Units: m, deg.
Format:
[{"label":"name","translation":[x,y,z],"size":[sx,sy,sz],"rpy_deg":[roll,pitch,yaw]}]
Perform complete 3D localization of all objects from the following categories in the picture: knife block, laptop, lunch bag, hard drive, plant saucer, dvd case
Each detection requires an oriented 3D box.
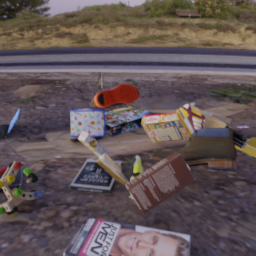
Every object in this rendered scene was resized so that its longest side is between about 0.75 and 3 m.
[{"label":"knife block","translation":[3.375,0.038,10.466],"size":[1.884,0.687,2.146],"rpy_deg":[-15,57,28]},{"label":"laptop","translation":[-6.272,-0.240,13.710],"size":[2.010,1.038,1.781],"rpy_deg":[-6,23,-15]},{"label":"lunch bag","translation":[-1.829,-0.232,13.153],"size":[1.558,1.325,0.965],"rpy_deg":[0,9,10]},{"label":"hard drive","translation":[-4.197,1.770,9.814],"size":[0.948,0.297,1.406],"rpy_deg":[-8,24,-19]},{"label":"plant saucer","translation":[5.554,0.804,12.130],"size":[1.317,0.319,1.317],"rpy_deg":[-12,25,-28]},{"label":"dvd case","translation":[-1.091,1.699,10.103],"size":[1.419,0.234,1.888],"rpy_deg":[3,22,10]}]

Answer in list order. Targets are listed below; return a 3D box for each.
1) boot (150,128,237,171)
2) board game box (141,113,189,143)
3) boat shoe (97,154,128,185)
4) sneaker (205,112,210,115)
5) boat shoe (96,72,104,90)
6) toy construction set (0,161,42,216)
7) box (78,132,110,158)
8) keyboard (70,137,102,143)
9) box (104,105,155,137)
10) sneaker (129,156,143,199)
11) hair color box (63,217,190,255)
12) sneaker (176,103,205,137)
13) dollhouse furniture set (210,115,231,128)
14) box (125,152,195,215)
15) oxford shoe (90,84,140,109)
[{"label":"boot","translation":[2.179,0.649,9.454],"size":[2.836,1.374,1.059],"rpy_deg":[3,-10,22]},{"label":"board game box","translation":[1.686,0.018,11.705],"size":[1.891,1.432,0.438],"rpy_deg":[-6,50,26]},{"label":"boat shoe","translation":[-0.423,1.328,9.113],"size":[0.435,1.258,0.464],"rpy_deg":[-51,12,-28]},{"label":"sneaker","translation":[3.983,-0.634,15.402],"size":[1.241,0.494,0.810],"rpy_deg":[9,25,-2]},{"label":"boat shoe","translation":[-1.414,-2.362,13.916],"size":[0.356,0.362,0.972],"rpy_deg":[-5,67,0]},{"label":"toy construction set","translation":[-3.646,1.846,8.427],"size":[1.717,1.432,1.320],"rpy_deg":[11,36,31]},{"label":"box","translation":[-1.232,0.686,10.327],"size":[0.350,1.690,0.327],"rpy_deg":[13,68,31]},{"label":"keyboard","translation":[-1.889,0.604,12.795],"size":[1.405,0.278,0.731],"rpy_deg":[-8,10,-31]},{"label":"box","translation":[-0.325,-0.448,14.831],"size":[2.939,0.554,2.007],"rpy_deg":[-18,29,-37]},{"label":"sneaker","translation":[0.335,1.495,8.445],"size":[0.565,1.479,0.558],"rpy_deg":[5,26,11]},{"label":"hair color box","translation":[0.028,2.925,6.379],"size":[2.628,0.795,1.314],"rpy_deg":[6,23,14]},{"label":"sneaker","translation":[2.523,-0.026,10.078],"size":[0.852,1.892,0.709],"rpy_deg":[-27,-11,-4]},{"label":"dollhouse furniture set","translation":[3.552,0.319,11.451],"size":[0.775,1.588,1.354],"rpy_deg":[17,1,7]},{"label":"box","translation":[0.853,1.461,7.589],"size":[1.690,0.846,0.633],"rpy_deg":[-31,5,-5]},{"label":"oxford shoe","translation":[-0.615,-1.462,13.342],"size":[2.647,0.942,0.960],"rpy_deg":[-14,-3,-36]}]
